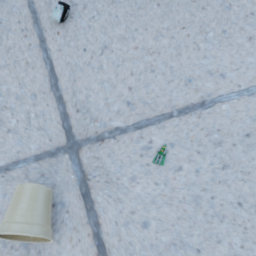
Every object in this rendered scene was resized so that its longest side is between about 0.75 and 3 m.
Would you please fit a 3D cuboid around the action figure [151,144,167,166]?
[{"bbox_3d":[1.271,0.981,10.681,0.522,0.242,0.884,13,64,29],"label":"action figure"}]

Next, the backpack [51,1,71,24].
[{"bbox_3d":[-2.999,-5.122,12.419,0.568,0.749,0.898,29,110,2],"label":"backpack"}]

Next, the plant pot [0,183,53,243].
[{"bbox_3d":[-3.300,2.838,9.413,1.864,1.864,1.707,3,61,1],"label":"plant pot"}]
